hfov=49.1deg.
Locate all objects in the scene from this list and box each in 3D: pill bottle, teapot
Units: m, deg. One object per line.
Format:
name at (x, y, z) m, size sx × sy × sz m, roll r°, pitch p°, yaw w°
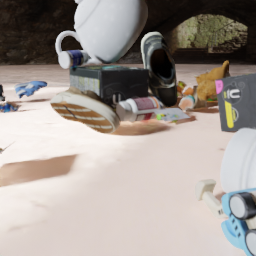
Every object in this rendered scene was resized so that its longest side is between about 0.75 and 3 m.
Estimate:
pill bottle at (0.284, -0.510, 7.988) m, size 1.142 × 0.652 × 0.652 m, roll -8°, pitch 17°, yaw -29°
teapot at (-0.905, -3.753, 9.676) m, size 2.123 × 2.906 × 2.869 m, roll 31°, pitch -38°, yaw -28°
pill bottle at (-1.718, -2.223, 8.977) m, size 0.518 × 0.518 × 0.895 m, roll 12°, pitch 26°, yaw 38°
pill bottle at (2.098, 0.620, 3.053) m, size 1.079 × 1.079 × 1.904 m, roll -14°, pitch 21°, yaw -42°

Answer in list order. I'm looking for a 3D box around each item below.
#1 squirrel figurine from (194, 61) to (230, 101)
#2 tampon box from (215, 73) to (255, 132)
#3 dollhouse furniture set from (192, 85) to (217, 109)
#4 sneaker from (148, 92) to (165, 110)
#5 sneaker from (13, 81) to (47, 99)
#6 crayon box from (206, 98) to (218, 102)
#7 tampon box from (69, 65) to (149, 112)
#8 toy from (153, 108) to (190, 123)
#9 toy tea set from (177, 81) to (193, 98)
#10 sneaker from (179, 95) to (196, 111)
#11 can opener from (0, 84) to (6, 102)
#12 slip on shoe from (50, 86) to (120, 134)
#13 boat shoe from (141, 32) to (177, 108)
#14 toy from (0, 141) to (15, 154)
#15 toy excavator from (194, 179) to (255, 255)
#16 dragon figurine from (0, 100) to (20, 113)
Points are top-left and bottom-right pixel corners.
squirrel figurine at (2.573, -1.442, 8.880) m, size 1.128 × 0.855 × 1.208 m, roll 10°, pitch 52°, yaw 50°
tampon box at (3.142, -0.720, 7.158) m, size 1.105 × 1.312 × 1.751 m, roll -4°, pitch 8°, yaw 41°
dollhouse furniture set at (3.070, -0.889, 9.226) m, size 0.924 × 0.789 × 1.783 m, roll -11°, pitch 22°, yaw -30°
sneaker at (0.745, -0.869, 9.152) m, size 0.528 × 0.475 × 1.284 m, roll -6°, pitch 47°, yaw -31°
sneaker at (-2.702, -1.081, 7.857) m, size 0.939 × 0.386 × 0.347 m, roll -13°, pitch -5°, yaw 2°
crayon box at (3.496, -1.423, 11.750) m, size 0.833 × 0.409 × 1.403 m, roll 3°, pitch 16°, yaw 9°
tampon box at (-0.671, -1.212, 8.999) m, size 1.724 × 1.452 × 2.300 m, roll -9°, pitch 18°, yaw -31°
toy at (1.209, -0.316, 7.927) m, size 0.993 × 0.235 × 0.572 m, roll -5°, pitch 37°, yaw -37°
toy tea set at (2.323, -1.479, 11.895) m, size 0.863 × 0.537 × 1.451 m, roll 35°, pitch 1°, yaw 5°
sneaker at (1.932, -0.875, 8.875) m, size 0.402 × 0.450 × 1.125 m, roll 42°, pitch -6°, yaw 1°
can opener at (-4.897, -1.081, 9.857) m, size 0.604 × 0.757 × 2.263 m, roll -2°, pitch 15°, yaw -7°
slip on shoe at (-1.059, -0.590, 7.255) m, size 0.871 × 1.093 × 2.875 m, roll -49°, pitch 30°, yaw -19°
boat shoe at (1.097, -1.638, 9.066) m, size 0.995 × 2.770 × 0.936 m, roll -23°, pitch 43°, yaw -1°
toy at (-2.235, 0.469, 4.302) m, size 0.631 × 0.259 × 1.095 m, roll -36°, pitch 14°, yaw 9°
toy excavator at (1.165, 0.932, 3.064) m, size 0.537 × 1.075 × 1.045 m, roll -4°, pitch 60°, yaw -20°
dragon figurine at (-4.019, -0.635, 9.204) m, size 0.833 × 0.414 × 0.245 m, roll -22°, pitch 21°, yaw -8°
